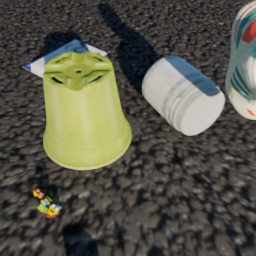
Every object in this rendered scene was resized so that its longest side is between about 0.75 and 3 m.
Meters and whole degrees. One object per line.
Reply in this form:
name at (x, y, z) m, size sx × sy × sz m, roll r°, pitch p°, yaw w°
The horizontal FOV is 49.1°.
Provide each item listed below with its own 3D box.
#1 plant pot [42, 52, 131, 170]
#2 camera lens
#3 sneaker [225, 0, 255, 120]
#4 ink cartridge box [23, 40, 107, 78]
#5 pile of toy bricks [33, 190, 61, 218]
plant pot at (-1.270, -0.649, 7.895) m, size 2.709 × 2.491 × 2.709 m, roll -1°, pitch 44°, yaw 1°
camera lens at (1.630, -1.065, 8.804) m, size 1.783 × 1.783 × 2.229 m, roll -21°, pitch 48°, yaw -20°
sneaker at (2.415, -0.757, 5.050) m, size 1.014 × 2.879 × 1.346 m, roll -10°, pitch 54°, yaw 12°
ink cartridge box at (-2.604, -2.784, 11.487) m, size 2.536 × 0.515 × 2.531 m, roll 26°, pitch 50°, yaw 25°
pile of toy bricks at (-2.047, 1.891, 6.861) m, size 0.810 × 0.449 × 0.400 m, roll 38°, pitch 83°, yaw 13°
